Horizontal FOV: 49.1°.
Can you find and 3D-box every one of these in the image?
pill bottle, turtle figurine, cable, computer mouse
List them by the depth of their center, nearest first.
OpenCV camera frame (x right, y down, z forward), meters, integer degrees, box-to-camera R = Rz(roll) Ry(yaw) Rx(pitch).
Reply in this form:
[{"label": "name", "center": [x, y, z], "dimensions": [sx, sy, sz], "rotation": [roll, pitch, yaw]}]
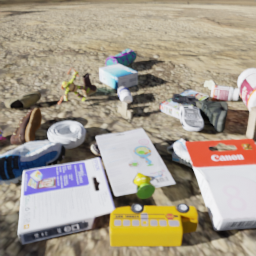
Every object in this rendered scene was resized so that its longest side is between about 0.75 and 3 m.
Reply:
[{"label": "cable", "center": [-2.262, 0.236, 10.370], "dimensions": [1.375, 0.476, 1.375], "rotation": [3, 30, 8]}, {"label": "computer mouse", "center": [2.470, -0.544, 11.427], "dimensions": [1.299, 0.520, 2.370], "rotation": [8, 41, -2]}, {"label": "pill bottle", "center": [5.587, -1.535, 11.912], "dimensions": [1.473, 1.473, 2.688], "rotation": [3, 29, 5]}, {"label": "turtle figurine", "center": [-2.526, -1.720, 12.753], "dimensions": [0.573, 1.780, 1.435], "rotation": [11, -9, 41]}, {"label": "pill bottle", "center": [-0.141, -1.520, 13.191], "dimensions": [0.576, 0.576, 0.996], "rotation": [-6, 32, -11]}, {"label": "pill bottle", "center": [4.567, -1.621, 13.229], "dimensions": [1.195, 0.655, 0.655], "rotation": [10, 32, 19]}]

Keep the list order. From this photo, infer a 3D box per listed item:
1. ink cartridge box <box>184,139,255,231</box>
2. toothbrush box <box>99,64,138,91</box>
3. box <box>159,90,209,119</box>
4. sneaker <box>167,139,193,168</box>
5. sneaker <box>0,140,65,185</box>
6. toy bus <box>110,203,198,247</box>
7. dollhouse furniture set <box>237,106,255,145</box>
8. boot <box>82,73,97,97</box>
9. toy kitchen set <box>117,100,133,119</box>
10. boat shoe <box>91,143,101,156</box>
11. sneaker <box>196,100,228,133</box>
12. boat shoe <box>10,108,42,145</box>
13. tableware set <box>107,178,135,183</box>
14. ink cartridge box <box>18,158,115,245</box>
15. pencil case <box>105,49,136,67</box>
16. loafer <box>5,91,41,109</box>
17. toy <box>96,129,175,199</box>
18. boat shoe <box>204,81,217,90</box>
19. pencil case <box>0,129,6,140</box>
[{"label": "ink cartridge box", "center": [3.091, 1.248, 7.728], "dimensions": [2.407, 0.845, 2.961], "rotation": [-2, 50, -8]}, {"label": "toothbrush box", "center": [-0.535, -2.756, 15.050], "dimensions": [1.329, 0.774, 1.815], "rotation": [-21, 37, -31]}, {"label": "box", "center": [2.557, -1.111, 12.696], "dimensions": [1.206, 0.381, 2.192], "rotation": [27, 40, 37]}, {"label": "sneaker", "center": [1.853, 0.999, 9.058], "dimensions": [0.746, 0.645, 1.721], "rotation": [-18, 27, -18]}, {"label": "sneaker", "center": [-3.350, 0.983, 8.862], "dimensions": [2.541, 0.953, 1.101], "rotation": [-16, 27, -39]}, {"label": "toy bus", "center": [0.616, 2.326, 6.675], "dimensions": [2.061, 0.671, 0.807], "rotation": [0, 31, 0]}, {"label": "dollhouse furniture set", "center": [4.929, 0.400, 9.180], "dimensions": [1.464, 1.251, 2.825], "rotation": [-12, 31, -14]}, {"label": "boot", "center": [-1.904, -2.223, 13.888], "dimensions": [0.462, 1.062, 1.277], "rotation": [8, 32, 13]}, {"label": "toy kitchen set", "center": [0.045, -0.948, 12.106], "dimensions": [0.733, 0.663, 0.812], "rotation": [-28, 44, -36]}, {"label": "boat shoe", "center": [-0.896, 0.594, 9.455], "dimensions": [0.434, 0.391, 1.207], "rotation": [43, 15, 3]}, {"label": "sneaker", "center": [3.332, -0.502, 11.276], "dimensions": [1.277, 0.852, 2.229], "rotation": [7, 29, 15]}, {"label": "boat shoe", "center": [-3.842, -0.098, 10.621], "dimensions": [0.745, 0.746, 2.118], "rotation": [-8, 30, 3]}, {"label": "tableware set", "center": [-0.099, 1.547, 8.498], "dimensions": [0.854, 0.119, 1.022], "rotation": [12, 33, 24]}, {"label": "ink cartridge box", "center": [-1.693, 1.835, 7.643], "dimensions": [2.324, 0.504, 2.303], "rotation": [-9, 32, -11]}, {"label": "pencil case", "center": [-0.422, -4.203, 17.243], "dimensions": [0.927, 1.006, 2.178], "rotation": [32, 42, 17]}, {"label": "loafer", "center": [-4.693, -1.176, 12.655], "dimensions": [1.619, 0.615, 0.546], "rotation": [-23, 38, -16]}, {"label": "toy", "center": [0.089, 1.096, 8.589], "dimensions": [1.669, 0.684, 2.898], "rotation": [-9, 30, -13]}, {"label": "boat shoe", "center": [4.262, -2.159, 14.214], "dimensions": [0.403, 0.458, 1.288], "rotation": [11, 12, -6]}, {"label": "pencil case", "center": [-5.351, 0.324, 10.003], "dimensions": [1.694, 0.749, 0.749], "rotation": [-18, 35, -26]}]
